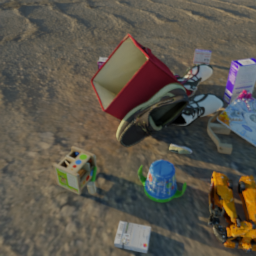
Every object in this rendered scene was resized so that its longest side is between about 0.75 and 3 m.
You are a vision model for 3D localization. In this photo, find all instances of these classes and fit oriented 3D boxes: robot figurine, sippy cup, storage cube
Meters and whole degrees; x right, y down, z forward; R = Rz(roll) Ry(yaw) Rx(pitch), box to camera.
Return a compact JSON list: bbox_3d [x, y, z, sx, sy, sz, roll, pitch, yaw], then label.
[{"bbox_3d":[3.108,2.342,7.869,1.814,0.728,2.502,5,39,6],"label":"robot figurine"},{"bbox_3d":[1.026,1.565,8.599,1.366,1.001,1.072,-4,40,-6],"label":"sippy cup"},{"bbox_3d":[0.393,-1.564,10.667,2.427,2.700,2.308,28,23,-36],"label":"storage cube"}]

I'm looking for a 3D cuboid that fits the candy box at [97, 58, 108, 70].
[{"bbox_3d":[-0.637,-2.843,13.903,1.656,1.130,0.505,4,41,6],"label":"candy box"}]

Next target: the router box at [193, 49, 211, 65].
[{"bbox_3d":[4.090,-3.887,15.456,0.872,0.783,0.213,10,41,11],"label":"router box"}]

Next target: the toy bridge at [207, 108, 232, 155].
[{"bbox_3d":[3.556,0.044,10.978,0.862,0.349,2.565,8,40,10],"label":"toy bridge"}]

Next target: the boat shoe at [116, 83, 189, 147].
[{"bbox_3d":[0.745,-0.284,9.279,1.067,2.915,0.945,35,22,-28],"label":"boat shoe"}]

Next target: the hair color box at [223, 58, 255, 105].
[{"bbox_3d":[4.925,-1.993,12.222,1.048,1.918,0.621,-10,38,-11],"label":"hair color box"}]

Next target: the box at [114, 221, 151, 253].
[{"bbox_3d":[0.129,2.937,7.570,0.885,0.182,0.690,7,40,9],"label":"box"}]

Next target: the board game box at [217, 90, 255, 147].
[{"bbox_3d":[4.966,-0.370,10.984,2.194,0.284,2.194,38,58,21],"label":"board game box"}]

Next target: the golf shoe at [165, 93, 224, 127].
[{"bbox_3d":[2.550,-0.573,11.281,2.781,1.081,1.314,-10,42,4],"label":"golf shoe"}]

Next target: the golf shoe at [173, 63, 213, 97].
[{"bbox_3d":[2.908,-2.071,13.210,2.973,1.148,1.310,-23,61,-18],"label":"golf shoe"}]

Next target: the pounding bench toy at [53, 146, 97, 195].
[{"bbox_3d":[-1.390,1.392,8.893,1.454,0.904,1.134,19,42,22],"label":"pounding bench toy"}]

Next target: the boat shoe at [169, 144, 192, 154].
[{"bbox_3d":[1.887,0.825,10.131,0.817,0.294,0.254,13,58,28],"label":"boat shoe"}]
